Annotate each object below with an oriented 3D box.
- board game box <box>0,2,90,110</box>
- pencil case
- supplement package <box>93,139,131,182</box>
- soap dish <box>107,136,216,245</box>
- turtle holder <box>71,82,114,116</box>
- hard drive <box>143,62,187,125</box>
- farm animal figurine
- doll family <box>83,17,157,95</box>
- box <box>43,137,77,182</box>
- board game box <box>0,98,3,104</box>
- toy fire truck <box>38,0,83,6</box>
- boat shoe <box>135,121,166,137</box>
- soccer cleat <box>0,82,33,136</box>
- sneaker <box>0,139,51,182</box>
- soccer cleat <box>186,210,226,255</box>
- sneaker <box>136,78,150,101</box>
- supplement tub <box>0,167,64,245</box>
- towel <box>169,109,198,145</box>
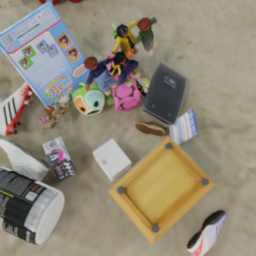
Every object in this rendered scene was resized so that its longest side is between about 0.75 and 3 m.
[{"bbox_3d":[-2.644,-2.311,9.310,2.112,2.792,0.511,-42,34,-17],"label":"board game box"},{"bbox_3d":[-0.128,-1.707,9.808,1.037,1.005,2.215,-20,68,19],"label":"pencil case"},{"bbox_3d":[-0.508,1.020,8.846,0.784,0.558,1.006,-34,69,-15],"label":"supplement package"},{"bbox_3d":[0.948,1.700,8.015,2.536,1.030,1.995,-41,75,-8],"label":"soap dish"},{"bbox_3d":[-1.236,-0.949,9.607,1.025,1.349,0.958,-27,76,26],"label":"turtle holder"},{"bbox_3d":[1.233,-1.134,9.517,1.314,0.412,1.948,28,64,-18],"label":"hard drive"},{"bbox_3d":[-2.335,-0.456,9.224,0.605,1.161,1.148,40,64,-2],"label":"farm animal figurine"},{"bbox_3d":[-0.225,-2.244,8.625,1.171,1.725,2.984,26,83,19],"label":"doll family"},{"bbox_3d":[-2.108,0.948,8.586,0.641,0.738,1.118,-24,45,-13],"label":"box"},{"bbox_3d":[-5.272,-0.703,8.871,0.427,2.120,1.622,-7,59,37],"label":"board game box"},{"bbox_3d":[-2.911,-6.397,11.236,2.772,2.328,1.554,-10,66,-5],"label":"toy fire truck"},{"bbox_3d":[0.764,-0.018,9.470,1.054,0.380,0.379,13,40,16],"label":"boat shoe"},{"bbox_3d":[-3.923,-0.799,9.541,0.942,0.759,2.211,20,72,-8],"label":"soccer cleat"},{"bbox_3d":[-3.404,1.029,8.780,2.000,0.703,0.801,32,89,19],"label":"sneaker"},{"bbox_3d":[2.344,3.040,8.021,1.558,0.531,0.570,-43,91,-18],"label":"soccer cleat"},{"bbox_3d":[0.797,-1.222,9.892,0.543,0.536,1.421,-23,71,-14],"label":"sneaker"},{"bbox_3d":[-3.225,2.053,7.834,2.523,1.546,1.546,21,67,9],"label":"supplement tub"},{"bbox_3d":[1.753,0.021,9.003,0.145,1.216,0.893,11,61,-27],"label":"towel"}]
